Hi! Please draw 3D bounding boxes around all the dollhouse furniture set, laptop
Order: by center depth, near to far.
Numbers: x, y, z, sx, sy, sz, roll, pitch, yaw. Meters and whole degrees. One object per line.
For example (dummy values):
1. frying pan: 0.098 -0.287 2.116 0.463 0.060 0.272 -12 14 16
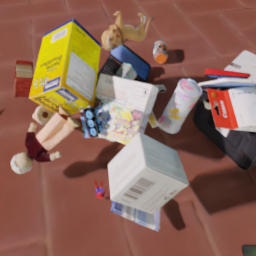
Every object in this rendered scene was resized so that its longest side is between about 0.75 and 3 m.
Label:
1. laptop: -0.376 -2.179 11.553 2.046 2.308 1.192 40 17 10
2. dollhouse furniture set: -3.876 -2.183 13.024 2.686 1.092 1.446 2 46 -22

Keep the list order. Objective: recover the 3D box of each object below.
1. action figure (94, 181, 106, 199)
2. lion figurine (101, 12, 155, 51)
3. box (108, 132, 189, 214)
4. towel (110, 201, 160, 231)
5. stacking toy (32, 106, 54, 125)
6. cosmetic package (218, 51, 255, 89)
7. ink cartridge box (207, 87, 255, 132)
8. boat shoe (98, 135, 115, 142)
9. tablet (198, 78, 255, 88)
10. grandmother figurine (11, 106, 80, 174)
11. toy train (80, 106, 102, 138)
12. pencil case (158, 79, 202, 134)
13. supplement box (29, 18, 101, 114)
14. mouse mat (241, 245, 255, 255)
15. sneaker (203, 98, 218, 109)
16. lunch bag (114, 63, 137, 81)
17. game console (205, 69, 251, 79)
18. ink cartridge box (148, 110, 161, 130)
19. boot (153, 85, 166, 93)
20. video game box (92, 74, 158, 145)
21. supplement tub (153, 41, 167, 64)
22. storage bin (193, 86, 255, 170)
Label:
1. action figure: -0.910 1.970 9.188 0.308 0.943 0.467 6 43 4
2. lion figurine: 0.034 -3.361 9.857 2.017 1.235 0.731 -6 13 -19
3. box: 0.495 1.296 7.852 1.566 1.559 1.342 26 31 -27
4. towel: 0.296 2.403 8.689 1.607 0.191 1.180 25 38 -9
5. stacking toy: -3.495 -0.457 11.122 1.075 0.785 0.785 -7 34 49
6. cosmetic package: 4.984 -1.715 11.881 1.842 1.843 2.234 33 57 25
7. ink cartridge box: 3.511 -0.644 8.802 1.853 0.438 1.483 6 59 -15
8. boat shoe: -0.922 0.255 11.184 0.992 0.326 0.357 22 52 18
9. tablet: 3.292 -1.453 9.137 1.313 0.138 2.018 2 5 -9
10. grandmother figurine: -2.835 0.473 9.187 2.618 0.793 1.588 -45 60 5
11. toy train: -1.255 -0.176 9.175 0.618 1.082 0.469 -3 16 35
12. pencil case: 1.767 -0.713 9.707 0.848 2.039 0.925 32 47 8
13. supplement box: -2.123 -2.047 9.786 1.540 1.530 2.812 -14 59 32
14. mouse mat: 4.190 4.032 8.094 1.576 0.059 1.268 1 49 0
15. sneaker: 3.053 -0.972 9.539 1.026 0.510 0.400 -23 56 23
16. lunch bag: -0.057 -1.851 10.160 0.486 0.797 0.679 25 77 30
17. game console: 3.458 -1.826 9.803 1.435 0.252 1.623 12 11 17
18. ink cartridge box: 0.720 -0.800 11.269 0.371 1.579 1.560 -26 57 1
19. boot: 1.375 -1.790 12.986 0.767 0.282 0.367 -10 44 -10
20. video game box: -0.305 -0.611 9.375 2.232 0.522 2.033 19 89 34
21. supplement tub: 1.668 -3.915 14.549 0.715 0.715 1.167 0 50 0
22. storage bin: 4.023 -0.198 10.450 1.400 2.019 2.987 -27 54 -22
